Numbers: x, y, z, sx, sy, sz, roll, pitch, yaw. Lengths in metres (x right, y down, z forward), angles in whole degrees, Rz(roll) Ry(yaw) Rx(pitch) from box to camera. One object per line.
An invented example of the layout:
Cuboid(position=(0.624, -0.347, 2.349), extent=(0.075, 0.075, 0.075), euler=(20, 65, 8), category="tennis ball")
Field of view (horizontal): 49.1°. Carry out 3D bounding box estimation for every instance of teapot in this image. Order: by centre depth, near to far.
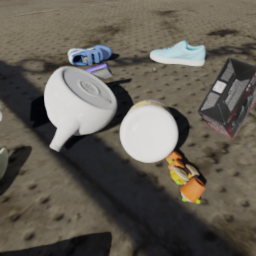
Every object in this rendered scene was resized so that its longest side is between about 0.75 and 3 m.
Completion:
Cuboid(position=(-1.783, -0.691, 9.536), extent=(2.617, 1.911, 2.583), euler=(-3, 49, -52), category="teapot")

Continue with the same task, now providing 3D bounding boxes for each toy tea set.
Cuboid(position=(1.414, 1.339, 7.602), extent=(1.060, 0.660, 1.783), euler=(34, 15, -7), category="toy tea set")

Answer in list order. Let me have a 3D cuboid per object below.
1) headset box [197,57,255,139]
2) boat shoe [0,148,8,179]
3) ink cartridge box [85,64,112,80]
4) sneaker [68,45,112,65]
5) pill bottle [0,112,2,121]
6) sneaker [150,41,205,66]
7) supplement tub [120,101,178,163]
Cuboid(position=(3.026, -0.730, 8.204), extent=(0.887, 1.709, 2.297), euler=(31, 1, 30), category="headset box")
Cuboid(position=(-3.868, 1.258, 7.531), extent=(0.712, 0.756, 2.106), euler=(6, 36, 1), category="boat shoe")
Cuboid(position=(-1.371, -2.104, 10.918), extent=(1.280, 0.280, 1.292), euler=(-17, -7, 8), category="ink cartridge box")
Cuboid(position=(-2.044, -3.807, 15.020), extent=(2.377, 0.879, 0.978), euler=(-9, 36, 0), category="sneaker")
Cuboid(position=(-4.330, -0.809, 8.169), extent=(0.946, 0.946, 1.635), euler=(-20, 58, -27), category="pill bottle")
Cuboid(position=(2.690, -4.167, 15.175), extent=(2.972, 1.218, 1.099), euler=(7, 34, 10), category="sneaker")
Cuboid(position=(0.616, 0.005, 8.196), extent=(1.536, 1.536, 2.113), euler=(3, 11, 4), category="supplement tub")
